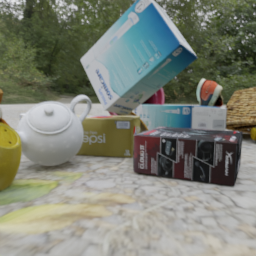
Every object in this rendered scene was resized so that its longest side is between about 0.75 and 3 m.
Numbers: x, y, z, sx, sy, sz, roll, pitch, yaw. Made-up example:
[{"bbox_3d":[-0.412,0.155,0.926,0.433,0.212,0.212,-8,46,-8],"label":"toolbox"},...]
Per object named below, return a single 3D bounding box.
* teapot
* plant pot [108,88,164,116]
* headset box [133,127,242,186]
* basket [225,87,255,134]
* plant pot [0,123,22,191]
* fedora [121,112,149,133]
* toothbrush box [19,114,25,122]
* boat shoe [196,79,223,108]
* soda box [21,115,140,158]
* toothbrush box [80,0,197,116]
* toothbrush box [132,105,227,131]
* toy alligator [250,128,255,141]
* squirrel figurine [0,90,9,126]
[{"bbox_3d":[-1.560,-0.035,5.729,1.451,1.074,1.470,9,46,-6],"label":"teapot"},{"bbox_3d":[0.095,-1.240,13.351,2.629,2.629,2.353,-2,-5,-13],"label":"plant pot"},{"bbox_3d":[1.127,0.451,5.535,2.019,0.780,1.502,5,8,26],"label":"headset box"},{"bbox_3d":[4.566,-0.268,9.699,1.738,1.814,2.435,44,-18,-15],"label":"basket"},{"bbox_3d":[-2.088,0.352,4.348,1.037,0.736,1.037,34,24,-18],"label":"plant pot"},{"bbox_3d":[0.078,0.113,8.034,0.568,1.392,1.392,-37,20,-18],"label":"fedora"},{"bbox_3d":[-3.725,-0.290,12.148,1.643,0.701,1.203,-5,8,-35],"label":"toothbrush box"},{"bbox_3d":[3.027,-0.948,10.084,0.754,0.858,2.410,22,-12,26],"label":"boat shoe"},{"bbox_3d":[-1.219,0.154,7.325,2.970,0.951,1.006,2,7,13],"label":"soda box"},{"bbox_3d":[0.157,-1.607,6.555,2.255,1.651,0.962,-39,-26,24],"label":"toothbrush box"},{"bbox_3d":[1.564,-0.194,9.184,1.899,1.107,2.594,-1,6,-42],"label":"toothbrush box"},{"bbox_3d":[4.202,0.138,7.863,0.790,0.573,2.383,-3,-10,-1],"label":"toy alligator"},{"bbox_3d":[-5.721,-0.343,9.685,2.398,1.697,2.238,7,22,19],"label":"squirrel figurine"}]
